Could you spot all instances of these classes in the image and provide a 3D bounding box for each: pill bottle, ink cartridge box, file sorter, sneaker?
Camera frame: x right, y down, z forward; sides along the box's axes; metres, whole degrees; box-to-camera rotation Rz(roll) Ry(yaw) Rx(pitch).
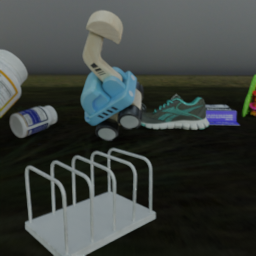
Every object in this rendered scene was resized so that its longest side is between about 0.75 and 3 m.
[{"bbox_3d":[-4.038,-0.827,7.545,1.566,1.566,2.868,6,50,29],"label":"pill bottle"},{"bbox_3d":[3.268,-0.598,12.317,2.602,0.570,2.627,0,12,6],"label":"ink cartridge box"},{"bbox_3d":[-0.478,0.874,3.734,1.460,0.909,1.013,-9,15,-43],"label":"file sorter"},{"bbox_3d":[-3.128,-0.252,9.363,0.811,0.811,1.402,8,22,36],"label":"pill bottle"},{"bbox_3d":[1.609,-0.625,10.556,2.821,1.287,1.094,-1,10,-2],"label":"sneaker"}]

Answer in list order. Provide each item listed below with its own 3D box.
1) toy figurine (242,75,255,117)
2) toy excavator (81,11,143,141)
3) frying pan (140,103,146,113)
[{"bbox_3d":[6.969,-1.189,13.259,2.470,2.015,2.684,16,39,27],"label":"toy figurine"},{"bbox_3d":[-0.629,-1.288,7.704,2.828,2.909,1.453,-29,38,34],"label":"toy excavator"},{"bbox_3d":[0.196,-0.949,13.344,1.368,0.828,0.223,19,39,-7],"label":"frying pan"}]
